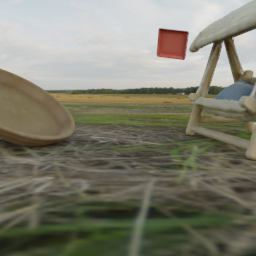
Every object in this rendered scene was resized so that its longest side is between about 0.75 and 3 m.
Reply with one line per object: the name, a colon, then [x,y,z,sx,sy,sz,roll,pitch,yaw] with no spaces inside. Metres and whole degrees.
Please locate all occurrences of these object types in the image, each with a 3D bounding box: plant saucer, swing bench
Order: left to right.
plant saucer: [-2.259,-0.452,5.501,2.549,0.375,2.549,30,18,-11]
plant saucer: [1.585,-3.017,10.024,1.054,1.056,0.194,11,39,13]
swing bench: [2.436,-1.115,5.306,1.864,2.873,2.858,-1,6,-8]
